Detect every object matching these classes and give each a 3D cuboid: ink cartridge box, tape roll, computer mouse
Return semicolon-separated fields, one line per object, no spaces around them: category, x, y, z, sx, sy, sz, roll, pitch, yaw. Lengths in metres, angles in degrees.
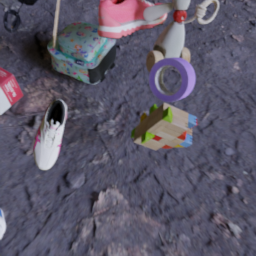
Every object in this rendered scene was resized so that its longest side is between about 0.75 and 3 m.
ink cartridge box;-5.719;-1.074;10.185;2.077;1.180;2.850;29;60;19
tape roll;1.179;-1.307;7.592;1.168;1.168;0.496;35;30;22
computer mouse;-3.476;-4.016;9.311;0.719;0.418;2.454;21;62;-10

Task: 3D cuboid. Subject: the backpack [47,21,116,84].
backpack;-1.951;-3.111;11.315;2.471;1.861;2.194;18;56;19

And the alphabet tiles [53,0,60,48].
alphabet tiles;-2.173;-3.443;8.537;0.078;2.068;1.729;6;93;-16

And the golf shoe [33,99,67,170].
golf shoe;-1.714;0.121;6.073;0.573;0.727;1.580;12;78;-12

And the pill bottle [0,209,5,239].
pill bottle;-3.252;2.288;6.621;0.627;0.627;1.118;-34;18;-22

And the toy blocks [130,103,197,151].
toy blocks;1.082;0.112;7.394;1.335;1.953;0.976;21;58;-18

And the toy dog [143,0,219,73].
toy dog;1.273;-3.048;8.635;1.842;2.793;1.345;11;27;-34

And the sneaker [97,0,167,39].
sneaker;0.252;-3.787;8.937;2.918;1.265;1.075;-31;41;-32
